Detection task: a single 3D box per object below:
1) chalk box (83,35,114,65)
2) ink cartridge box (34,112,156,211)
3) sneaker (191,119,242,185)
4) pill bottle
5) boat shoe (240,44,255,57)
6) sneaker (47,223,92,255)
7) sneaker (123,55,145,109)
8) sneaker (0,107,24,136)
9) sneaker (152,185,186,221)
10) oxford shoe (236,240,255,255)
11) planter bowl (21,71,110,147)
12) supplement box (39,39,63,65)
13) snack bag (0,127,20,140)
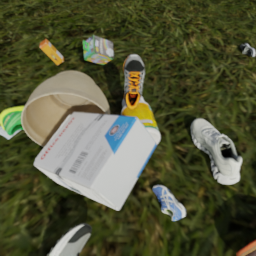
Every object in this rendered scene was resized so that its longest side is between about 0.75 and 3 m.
[{"bbox_3d":[-1.272,-3.036,10.908,1.214,0.751,0.755,7,74,-39],"label":"chalk box"},{"bbox_3d":[-0.930,0.692,7.325,2.699,1.159,1.976,6,56,47],"label":"ink cartridge box"},{"bbox_3d":[2.809,0.496,8.902,0.965,1.041,2.568,-13,46,-10],"label":"sneaker"},{"bbox_3d":[0.347,-0.244,9.503,1.073,1.073,1.902,-8,49,-8],"label":"pill bottle"},{"bbox_3d":[5.692,-3.716,13.388,0.367,0.396,1.074,-2,45,-8],"label":"boat shoe"},{"bbox_3d":[-1.504,3.475,6.130,1.129,1.052,2.846,24,56,9],"label":"sneaker"},{"bbox_3d":[0.184,-1.359,8.577,0.676,1.728,0.667,0,31,-1],"label":"sneaker"},{"bbox_3d":[-3.143,-0.324,9.926,2.538,0.940,1.060,-18,69,-17],"label":"sneaker"},{"bbox_3d":[1.065,2.059,7.777,0.457,0.449,1.186,-27,50,-28],"label":"sneaker"},{"bbox_3d":[4.047,2.976,6.529,2.930,1.043,1.063,-6,52,-5],"label":"oxford shoe"},{"bbox_3d":[-1.813,-0.669,8.803,2.626,2.626,1.767,-1,48,-1],"label":"planter bowl"},{"bbox_3d":[-2.531,-2.503,9.304,0.285,0.857,0.295,-29,41,15],"label":"supplement box"},{"bbox_3d":[-4.238,0.008,10.013,0.769,0.087,0.816,25,51,22],"label":"snack bag"}]
